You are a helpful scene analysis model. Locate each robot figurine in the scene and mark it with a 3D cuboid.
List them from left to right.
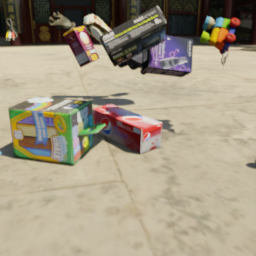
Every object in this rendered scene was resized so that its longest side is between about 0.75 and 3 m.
[{"bbox_3d":[0.543,-3.470,12.477,2.349,1.765,1.466,-21,52,13],"label":"robot figurine"}]

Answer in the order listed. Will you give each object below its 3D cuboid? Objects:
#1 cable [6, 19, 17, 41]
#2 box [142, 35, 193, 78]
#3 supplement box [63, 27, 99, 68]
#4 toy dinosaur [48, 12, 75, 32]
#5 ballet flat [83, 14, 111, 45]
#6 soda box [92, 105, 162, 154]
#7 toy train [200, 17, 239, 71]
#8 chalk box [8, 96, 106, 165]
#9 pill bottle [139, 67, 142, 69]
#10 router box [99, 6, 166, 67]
[{"bbox_3d":[-5.444,-4.561,13.016,0.495,1.019,0.256,0,8,0],"label":"cable"},{"bbox_3d":[1.200,-2.200,8.621,1.426,1.055,0.744,3,-3,-14],"label":"box"},{"bbox_3d":[-1.591,-2.780,9.624,0.519,1.211,0.668,-19,15,31],"label":"supplement box"},{"bbox_3d":[-2.200,-3.540,9.402,0.713,0.537,1.394,25,11,3],"label":"toy dinosaur"},{"bbox_3d":[-0.973,-4.075,13.113,2.845,1.076,0.909,35,34,-18],"label":"ballet flat"},{"bbox_3d":[-0.126,-0.049,9.414,0.945,0.856,2.698,-16,27,-37],"label":"soda box"},{"bbox_3d":[2.777,-2.743,8.957,1.067,1.845,0.781,19,-21,9],"label":"toy train"},{"bbox_3d":[-1.929,0.046,8.244,2.475,1.534,1.545,7,20,15],"label":"chalk box"},{"bbox_3d":[0.600,-3.430,14.284,0.590,0.590,1.063,9,-16,22],"label":"pill bottle"},{"bbox_3d":[0.159,-2.303,7.276,1.640,0.509,1.229,-27,-6,4],"label":"router box"}]
